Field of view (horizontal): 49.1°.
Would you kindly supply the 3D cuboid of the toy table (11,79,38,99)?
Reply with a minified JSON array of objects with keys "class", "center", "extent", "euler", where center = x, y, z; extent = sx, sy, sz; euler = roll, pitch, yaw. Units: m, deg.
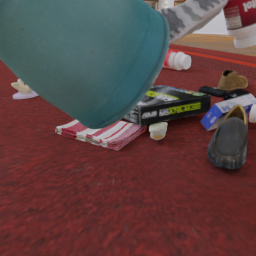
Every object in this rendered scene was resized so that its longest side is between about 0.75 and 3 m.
[{"class":"toy table","center":[-4.223,-1.615,11.519],"extent":[0.999,0.637,1.087],"euler":[15,28,32]}]

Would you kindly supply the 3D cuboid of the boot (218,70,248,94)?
[{"class":"boot","center":[4.809,-2.199,12.599],"extent":[0.864,0.886,2.348],"euler":[17,27,38]}]

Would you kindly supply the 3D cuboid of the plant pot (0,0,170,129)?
[{"class":"plant pot","center":[-0.910,-1.424,4.152],"extent":[2.104,2.239,2.239],"euler":[30,3,-35]}]

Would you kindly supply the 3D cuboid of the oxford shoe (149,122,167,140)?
[{"class":"oxford shoe","center":[0.858,0.075,7.879],"extent":[0.523,0.402,1.391],"euler":[-14,5,13]}]

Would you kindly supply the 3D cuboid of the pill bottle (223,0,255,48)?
[{"class":"pill bottle","center":[2.117,-2.119,5.144],"extent":[0.660,1.169,0.660],"euler":[-18,22,8]}]

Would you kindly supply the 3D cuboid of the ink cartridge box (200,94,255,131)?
[{"class":"ink cartridge box","center":[3.103,-0.493,8.523],"extent":[1.778,0.836,0.393],"euler":[-16,60,-33]}]

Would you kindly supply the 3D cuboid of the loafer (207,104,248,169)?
[{"class":"loafer","center":[2.522,0.158,6.955],"extent":[0.915,0.908,2.513],"euler":[9,25,18]}]

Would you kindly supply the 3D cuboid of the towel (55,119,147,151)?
[{"class":"towel","center":[-0.784,0.010,8.172],"extent":[2.232,0.254,1.608],"euler":[13,25,28]}]

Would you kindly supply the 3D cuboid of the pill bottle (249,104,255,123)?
[{"class":"pill bottle","center":[4.354,-0.293,8.140],"extent":[1.448,0.814,0.814],"euler":[16,28,32]}]

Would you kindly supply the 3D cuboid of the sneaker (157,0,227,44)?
[{"class":"sneaker","center":[0.979,-1.844,5.048],"extent":[1.722,0.644,0.706],"euler":[-24,-13,12]}]

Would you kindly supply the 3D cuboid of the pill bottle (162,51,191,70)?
[{"class":"pill bottle","center":[2.749,-4.004,16.620],"extent":[1.039,1.039,1.851],"euler":[-20,30,-39]}]

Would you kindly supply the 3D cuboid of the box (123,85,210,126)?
[{"class":"box","center":[0.830,-0.882,9.510],"extent":[2.702,0.665,2.798],"euler":[-9,19,-26]}]

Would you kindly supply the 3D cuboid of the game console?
[{"class":"game console","center":[3.978,-1.462,11.666],"extent":[2.040,0.246,1.203],"euler":[21,30,37]}]
